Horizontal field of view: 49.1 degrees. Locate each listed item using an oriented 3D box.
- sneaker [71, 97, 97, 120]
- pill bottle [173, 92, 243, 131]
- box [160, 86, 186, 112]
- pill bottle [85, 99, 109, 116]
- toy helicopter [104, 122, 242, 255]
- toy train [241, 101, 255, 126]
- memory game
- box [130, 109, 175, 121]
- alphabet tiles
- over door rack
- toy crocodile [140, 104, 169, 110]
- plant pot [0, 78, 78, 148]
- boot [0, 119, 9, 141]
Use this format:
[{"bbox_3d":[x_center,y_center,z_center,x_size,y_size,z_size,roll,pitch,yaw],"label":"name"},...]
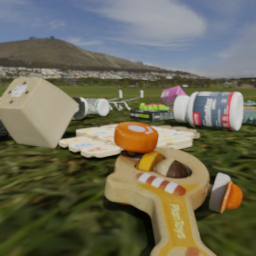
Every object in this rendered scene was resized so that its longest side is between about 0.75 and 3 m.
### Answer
[{"bbox_3d":[-2.581,-0.818,12.312,2.930,1.127,1.298,13,2,36],"label":"sneaker"},{"bbox_3d":[2.600,-0.567,9.198,2.020,1.208,1.208,5,10,33],"label":"pill bottle"},{"bbox_3d":[1.889,-1.149,11.233,0.785,0.432,0.893,-10,-43,43],"label":"box"},{"bbox_3d":[-1.694,-1.009,13.571,1.432,0.810,0.810,7,11,35],"label":"pill bottle"},{"bbox_3d":[0.495,0.728,2.648,1.468,0.875,2.219,9,19,-2],"label":"toy helicopter"},{"bbox_3d":[4.698,-0.466,10.029,1.169,0.874,2.051,-19,18,-38],"label":"toy train"},{"bbox_3d":[0.761,0.187,7.565,2.300,0.147,2.300,-1,10,0],"label":"memory game"},{"bbox_3d":[1.152,-0.572,12.099,1.592,0.378,1.537,-6,8,-36],"label":"box"},{"bbox_3d":[-0.010,0.205,6.420,2.778,0.207,2.840,-9,12,-34],"label":"alphabet tiles"},{"bbox_3d":[-0.425,-1.432,16.000,1.669,0.752,2.259,-6,-11,-39],"label":"over door rack"},{"bbox_3d":[1.373,-1.015,14.548,1.745,0.539,0.589,-4,9,-27],"label":"toy crocodile"},{"bbox_3d":[-2.196,-0.434,6.487,1.309,1.310,1.160,5,-33,29],"label":"plant pot"},{"bbox_3d":[-3.373,0.134,6.440,1.220,0.614,1.632,-5,9,-30],"label":"boot"}]
